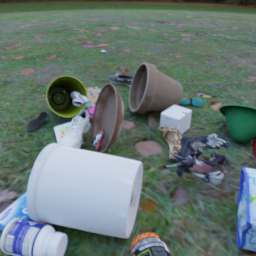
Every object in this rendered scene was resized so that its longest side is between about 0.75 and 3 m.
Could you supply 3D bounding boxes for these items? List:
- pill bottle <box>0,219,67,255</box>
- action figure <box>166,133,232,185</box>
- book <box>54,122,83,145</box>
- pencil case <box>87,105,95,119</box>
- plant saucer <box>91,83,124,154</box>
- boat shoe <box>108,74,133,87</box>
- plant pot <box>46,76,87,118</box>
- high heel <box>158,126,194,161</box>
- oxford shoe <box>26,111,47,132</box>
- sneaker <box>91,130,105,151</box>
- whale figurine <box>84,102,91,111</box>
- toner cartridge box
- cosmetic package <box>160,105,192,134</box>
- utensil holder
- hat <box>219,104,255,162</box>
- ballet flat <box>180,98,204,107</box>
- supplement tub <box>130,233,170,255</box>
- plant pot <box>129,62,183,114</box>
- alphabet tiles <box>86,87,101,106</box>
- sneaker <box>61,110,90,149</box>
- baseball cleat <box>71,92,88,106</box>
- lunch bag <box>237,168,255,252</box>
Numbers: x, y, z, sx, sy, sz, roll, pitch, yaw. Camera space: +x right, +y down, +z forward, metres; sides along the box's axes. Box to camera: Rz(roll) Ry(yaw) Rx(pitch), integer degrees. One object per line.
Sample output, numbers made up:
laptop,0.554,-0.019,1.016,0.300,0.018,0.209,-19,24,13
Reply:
pill bottle,-2.429,2.973,7.338,1.508,0.903,0.903,8,32,12
action figure,2.640,0.962,9.607,2.846,1.692,1.452,-8,14,-42
book,-2.650,0.343,12.362,1.043,0.375,1.562,-15,34,-15
pencil case,-1.190,-0.566,13.488,1.738,0.789,0.814,15,56,28
plant saucer,-0.806,-0.349,11.305,0.520,2.841,2.841,9,26,-25
boat shoe,-0.190,-3.133,17.772,2.514,0.716,0.840,21,36,31
plant pot,-3.232,-1.495,13.878,1.956,1.956,1.884,-16,9,-25
high heel,1.645,0.580,11.494,1.420,0.711,1.992,-19,44,-39
oxford shoe,-4.350,-0.236,13.264,0.466,0.466,1.308,-30,16,47
sneaker,-1.237,0.456,11.345,0.460,0.333,0.942,14,67,10
whale figurine,-2.160,-1.135,14.610,0.839,0.435,0.667,20,65,13
toner cartridge box,-3.158,2.515,8.635,0.790,0.359,1.663,14,34,22
cosmetic package,2.176,-0.319,12.804,0.962,0.963,1.167,22,37,33
utensil holder,-1.102,1.782,8.019,2.701,2.295,2.295,9,32,12
hat,4.763,0.571,11.942,2.411,2.562,2.911,16,-8,21
ballet flat,3.437,-1.440,15.258,1.330,0.451,0.501,4,19,13
supplement tub,0.618,3.335,6.518,0.973,0.973,1.588,-7,31,-11
plant pot,1.472,-1.798,14.103,2.212,2.536,2.536,12,28,-17
alphabet tiles,-2.072,-1.822,16.199,2.102,0.095,2.515,-12,32,-18
sneaker,-2.203,0.089,11.537,0.843,0.986,2.264,12,40,4
baseball cleat,-2.234,-1.245,12.030,1.163,0.405,0.619,20,36,40
lunch bag,4.275,2.243,7.883,2.162,1.621,2.543,9,42,15
